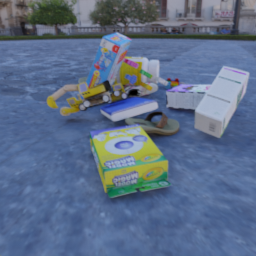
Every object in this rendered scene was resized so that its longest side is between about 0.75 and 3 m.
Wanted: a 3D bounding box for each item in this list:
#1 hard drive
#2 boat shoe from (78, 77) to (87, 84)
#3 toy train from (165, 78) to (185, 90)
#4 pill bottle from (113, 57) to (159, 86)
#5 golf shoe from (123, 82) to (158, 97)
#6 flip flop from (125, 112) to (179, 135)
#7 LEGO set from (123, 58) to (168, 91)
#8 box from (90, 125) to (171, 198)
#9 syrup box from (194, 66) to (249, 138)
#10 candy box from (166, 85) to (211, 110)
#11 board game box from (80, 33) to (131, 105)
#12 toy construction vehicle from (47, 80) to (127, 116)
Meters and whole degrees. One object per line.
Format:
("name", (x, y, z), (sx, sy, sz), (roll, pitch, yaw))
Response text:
("hard drive", (-0.070, -0.720, 10.043), (1.559, 0.300, 2.363), (-17, 12, -11))
("boat shoe", (-1.962, -2.504, 15.017), (1.451, 0.541, 0.452), (-4, -19, 24))
("toy train", (2.546, -2.260, 14.750), (1.183, 0.501, 0.685), (5, 33, 13))
("pill bottle", (0.296, -3.081, 15.281), (2.681, 1.532, 1.532), (5, 22, 10))
("golf shoe", (0.641, -1.744, 13.340), (1.690, 0.614, 0.778), (-9, 37, -10))
("flip flop", (0.862, -0.218, 8.988), (2.215, 0.638, 0.898), (4, 19, -38))
("LEGO set", (0.744, -2.143, 12.456), (2.287, 0.872, 0.939), (24, 9, -22))
("box", (-0.049, 0.725, 6.945), (1.505, 0.621, 2.566), (-9, 27, -13))
("syrup box", (3.049, -0.889, 9.098), (0.921, 0.891, 2.262), (25, 62, 27))
("candy box", (2.880, -1.302, 11.588), (2.085, 0.746, 1.749), (6, 20, 31))
("board game box", (-0.947, -2.732, 12.657), (0.795, 2.784, 2.843), (25, 23, 0))
("toy construction vehicle", (-1.330, -1.122, 9.717), (2.504, 0.882, 2.180), (-15, 3, 3))
